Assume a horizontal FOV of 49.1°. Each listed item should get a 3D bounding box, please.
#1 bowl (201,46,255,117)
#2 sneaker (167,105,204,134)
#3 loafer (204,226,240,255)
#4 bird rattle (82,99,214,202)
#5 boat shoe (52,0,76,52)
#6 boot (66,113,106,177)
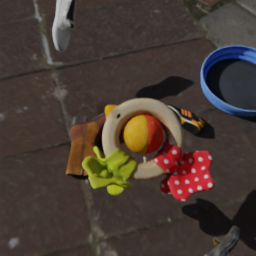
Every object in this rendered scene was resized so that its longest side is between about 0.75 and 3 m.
[{"bbox_3d":[4.123,-1.714,10.209,2.992,0.587,2.992,0,61,0],"label":"bowl"},{"bbox_3d":[1.930,-0.377,9.589,1.417,0.495,0.637,38,51,19],"label":"sneaker"},{"bbox_3d":[1.547,1.901,4.575,0.324,0.326,0.897,33,47,23],"label":"loafer"},{"bbox_3d":[0.454,0.504,6.291,2.881,1.623,2.349,-3,90,2],"label":"bird rattle"},{"bbox_3d":[-1.944,-3.230,8.711,0.568,0.626,1.701,8,102,22],"label":"boat shoe"},{"bbox_3d":[-0.982,0.531,8.914,1.907,0.694,2.026,-1,62,-1],"label":"boot"}]
